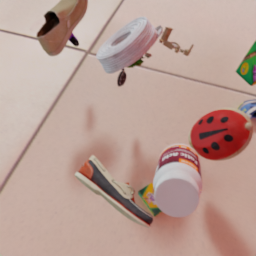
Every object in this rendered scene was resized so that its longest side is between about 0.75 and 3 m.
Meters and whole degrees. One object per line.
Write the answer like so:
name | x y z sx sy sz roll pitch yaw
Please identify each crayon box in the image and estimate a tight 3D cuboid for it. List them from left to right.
crayon box | 0.834 2.396 9.377 0.575 0.282 0.968 -30 62 -18
crayon box | 4.551 -2.356 8.345 2.492 1.480 0.726 -26 65 -24

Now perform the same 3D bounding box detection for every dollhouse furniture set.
dollhouse furniture set | 1.559 -2.848 9.227 1.102 0.488 0.571 41 34 23

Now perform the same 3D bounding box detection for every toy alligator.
toy alligator | 0.202 -2.177 9.178 0.521 1.573 0.378 21 84 -30

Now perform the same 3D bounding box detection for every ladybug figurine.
ladybug figurine | 2.542 0.193 8.111 0.797 2.214 1.503 1 72 -31

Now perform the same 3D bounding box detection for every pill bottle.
pill bottle | 1.208 1.202 6.784 1.126 1.126 1.971 12 18 8

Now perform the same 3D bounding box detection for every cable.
cable | -0.062 -2.616 8.877 2.072 0.717 2.072 -12 39 39

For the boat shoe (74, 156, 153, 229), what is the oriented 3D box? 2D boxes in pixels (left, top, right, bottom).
boat shoe | -0.283 1.670 7.331 2.411 0.858 0.754 35 66 14

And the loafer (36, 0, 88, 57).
loafer | -2.256 -3.802 9.564 1.029 0.929 2.720 17 81 32

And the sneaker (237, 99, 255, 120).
sneaker | 5.434 -0.796 11.260 1.913 0.707 0.787 -17 57 -1

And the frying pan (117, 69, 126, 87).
frying pan | -0.167 -1.984 10.207 0.166 0.618 1.022 20 99 20

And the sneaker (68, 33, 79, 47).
sneaker | -2.132 -3.425 10.894 0.325 0.936 0.466 -39 83 8
